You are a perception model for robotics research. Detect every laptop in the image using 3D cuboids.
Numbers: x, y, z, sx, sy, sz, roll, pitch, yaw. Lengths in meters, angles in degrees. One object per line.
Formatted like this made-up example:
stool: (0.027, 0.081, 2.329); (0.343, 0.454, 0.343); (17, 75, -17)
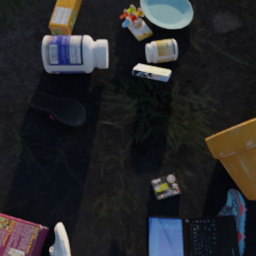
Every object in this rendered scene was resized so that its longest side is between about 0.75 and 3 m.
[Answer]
laptop: (2.020, 3.990, 8.887); (2.647, 1.367, 2.346); (-14, 63, 33)

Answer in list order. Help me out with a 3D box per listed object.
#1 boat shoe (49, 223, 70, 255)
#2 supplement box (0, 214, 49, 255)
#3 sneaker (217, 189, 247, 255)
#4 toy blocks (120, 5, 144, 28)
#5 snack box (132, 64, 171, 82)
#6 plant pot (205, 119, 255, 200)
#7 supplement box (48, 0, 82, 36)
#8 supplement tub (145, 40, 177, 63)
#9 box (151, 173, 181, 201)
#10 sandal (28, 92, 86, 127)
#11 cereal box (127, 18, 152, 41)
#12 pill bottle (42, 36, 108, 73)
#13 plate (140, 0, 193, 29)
boat shoe: (-2.295, 4.176, 9.326); (0.633, 0.665, 1.847); (-13, 77, -6)
supplement box: (-3.858, 3.660, 9.274); (1.975, 1.019, 1.293); (15, 68, 6)
sneaker: (3.395, 3.171, 9.562); (1.090, 0.905, 2.282); (8, 67, 5)
toy blocks: (0.011, -5.237, 13.259); (1.209, 0.439, 1.008); (-42, 54, -16)
snack box: (0.911, -2.108, 10.704); (1.334, 0.248, 0.775); (14, 30, 13)
plant pot: (4.397, 1.044, 9.661); (2.656, 2.656, 2.431); (-19, 80, -8)
supplement box: (-2.917, -5.481, 13.223); (0.940, 0.909, 2.732); (11, 68, 2)
supplement tub: (1.449, -3.347, 12.305); (1.263, 0.912, 0.912); (-9, 67, -5)
box: (1.395, 2.187, 10.345); (0.934, 0.207, 0.748); (-17, 68, -7)
sandal: (-2.821, -0.726, 11.445); (2.875, 0.648, 1.080); (21, 62, 24)
cereal box: (0.541, -4.657, 13.244); (0.758, 0.208, 1.054); (-30, 70, -12)
pill bottle: (-2.175, -3.100, 11.870); (2.579, 1.544, 1.544); (0, 67, -1)
plate: (1.823, -5.673, 13.435); (2.607, 0.333, 2.607); (4, 66, -10)
